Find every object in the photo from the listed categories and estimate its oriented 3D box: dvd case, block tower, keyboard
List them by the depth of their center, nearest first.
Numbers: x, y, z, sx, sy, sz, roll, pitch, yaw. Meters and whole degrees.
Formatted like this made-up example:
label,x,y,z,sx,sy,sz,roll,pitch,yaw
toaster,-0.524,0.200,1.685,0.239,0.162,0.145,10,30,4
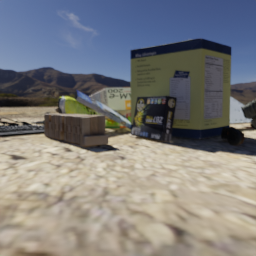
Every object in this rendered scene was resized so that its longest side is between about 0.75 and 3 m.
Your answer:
label,x,y,z,sx,sy,sz,roll,pitch,yaw
block tower,-1.530,-0.026,7.767,0.700,0.749,2.592,-5,8,-37
keyboard,-3.758,-0.063,9.200,2.738,0.543,1.425,-3,7,-40
dvd case,-0.934,-0.689,10.176,2.200,0.193,1.569,27,7,-17

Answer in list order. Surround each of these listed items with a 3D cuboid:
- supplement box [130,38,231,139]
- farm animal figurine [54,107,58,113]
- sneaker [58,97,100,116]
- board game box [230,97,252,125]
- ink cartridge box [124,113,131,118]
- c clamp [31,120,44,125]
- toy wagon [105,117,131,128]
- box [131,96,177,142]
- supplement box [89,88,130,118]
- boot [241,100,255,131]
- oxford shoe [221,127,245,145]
label,x,y,z,sx,sy,sz,roll,pitch,yaw
supplement box,1.651,-1.199,9.127,2.764,2.761,1.855,5,8,44
farm animal figurine,-3.097,-0.754,13.417,0.708,1.137,1.408,-8,7,4
sneaker,-1.627,-0.571,9.817,0.890,0.878,2.329,-5,-12,19
board game box,3.657,-0.836,11.532,2.890,0.374,2.890,-3,34,-31
ink cartridge box,-0.146,-1.151,18.022,1.652,0.933,2.251,4,7,35
c clamp,-3.020,-0.237,11.791,1.876,0.254,1.602,-2,5,-38
toy wagon,-0.663,-0.230,11.527,1.574,0.401,2.028,-1,6,-2
box,0.685,-0.280,7.844,0.363,1.192,1.479,8,1,-32
supplement box,-0.909,-1.079,13.156,1.815,1.059,2.879,-7,-3,-35
boot,4.578,-0.223,8.549,1.356,2.076,0.703,-46,-9,22
oxford shoe,2.754,0.197,7.097,0.500,0.430,1.184,10,10,4
